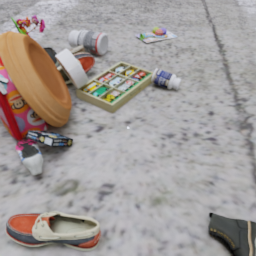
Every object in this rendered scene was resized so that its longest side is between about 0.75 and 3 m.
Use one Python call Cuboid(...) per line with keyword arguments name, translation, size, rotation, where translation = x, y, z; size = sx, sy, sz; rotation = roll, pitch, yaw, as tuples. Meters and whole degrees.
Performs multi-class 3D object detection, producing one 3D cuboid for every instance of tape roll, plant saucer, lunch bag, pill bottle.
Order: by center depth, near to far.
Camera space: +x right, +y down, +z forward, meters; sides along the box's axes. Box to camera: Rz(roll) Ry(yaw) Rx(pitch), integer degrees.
Cuboid(name="plant saucer", translation=(-2.475, -1.448, 8.057), size=(0.558, 2.984, 2.984), rotation=(-28, 41, 6))
Cuboid(name="lunch bag", translation=(-3.479, -1.322, 8.144), size=(1.200, 2.581, 2.930), rotation=(-25, 45, -22))
Cuboid(name="tape roll", translation=(-1.875, -1.963, 9.381), size=(0.459, 1.314, 1.314), rotation=(-35, 48, -8))
Cuboid(name="pill bottle", translation=(1.396, -1.746, 10.210), size=(1.001, 0.556, 0.556), rotation=(23, 44, 12))
Cuboid(name="pill bottle", translation=(-1.770, -3.844, 12.505), size=(1.622, 0.940, 0.940), rotation=(16, 42, 20))

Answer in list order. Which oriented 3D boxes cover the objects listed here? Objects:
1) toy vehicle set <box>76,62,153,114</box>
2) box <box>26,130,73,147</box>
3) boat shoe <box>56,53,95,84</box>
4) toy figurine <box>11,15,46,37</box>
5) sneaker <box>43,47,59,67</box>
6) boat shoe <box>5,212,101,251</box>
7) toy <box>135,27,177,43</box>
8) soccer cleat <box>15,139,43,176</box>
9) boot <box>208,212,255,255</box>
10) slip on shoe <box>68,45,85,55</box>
Cuboid(name="toy vehicle set", translation=(-0.398, -1.568, 10.218), size=(1.644, 0.351, 2.646), rotation=(24, 45, 26))
Cuboid(name="box", translation=(-2.098, 0.294, 7.615), size=(0.813, 0.235, 1.023), rotation=(16, 3, 20))
Cuboid(name="boat shoe", translation=(-2.152, -2.094, 10.349), size=(2.433, 0.866, 0.761), rotation=(-32, 31, -28))
Cuboid(name="toy figurine", translation=(-3.985, -4.202, 11.500), size=(1.112, 1.209, 0.907), rotation=(-34, 47, -12))
Cuboid(name="sneaker", translation=(-3.391, -2.837, 10.824), size=(0.942, 1.338, 2.519), rotation=(-14, 40, 6))
Cuboid(name="boat shoe", translation=(-1.503, 1.986, 5.605), size=(1.943, 0.608, 0.692), rotation=(9, 39, 2))
Cuboid(name="toy", translation=(1.423, -4.734, 13.966), size=(1.888, 0.446, 1.087), rotation=(-21, 45, -23))
Cuboid(name="soccer cleat", translation=(-2.577, 0.743, 7.331), size=(0.575, 0.711, 1.646), rotation=(-18, 19, -19))
Cuboid(name="boot", translation=(1.966, 2.305, 5.503), size=(0.950, 0.532, 1.373), rotation=(11, 28, 20))
Cuboid(name="slip on shoe", translation=(-2.493, -3.159, 12.103), size=(1.307, 0.396, 0.497), rotation=(-23, 17, -4))
